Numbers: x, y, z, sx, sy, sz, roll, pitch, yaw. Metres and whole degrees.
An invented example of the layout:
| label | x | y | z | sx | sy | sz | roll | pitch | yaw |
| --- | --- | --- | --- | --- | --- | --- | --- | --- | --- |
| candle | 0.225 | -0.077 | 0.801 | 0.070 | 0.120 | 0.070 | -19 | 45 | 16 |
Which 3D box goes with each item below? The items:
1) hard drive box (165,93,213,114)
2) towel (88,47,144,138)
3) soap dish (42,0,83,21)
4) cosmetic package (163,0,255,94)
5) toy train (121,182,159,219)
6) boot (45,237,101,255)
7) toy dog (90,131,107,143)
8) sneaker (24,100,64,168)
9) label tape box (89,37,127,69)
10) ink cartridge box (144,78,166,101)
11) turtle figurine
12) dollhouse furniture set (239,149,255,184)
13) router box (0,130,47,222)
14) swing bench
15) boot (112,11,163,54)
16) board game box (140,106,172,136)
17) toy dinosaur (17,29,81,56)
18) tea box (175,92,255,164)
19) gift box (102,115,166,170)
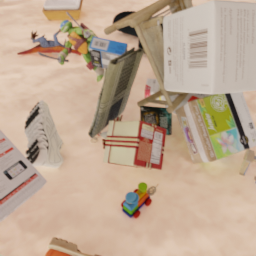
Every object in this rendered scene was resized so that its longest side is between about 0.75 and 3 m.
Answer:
| label | x | y | z | sx | sy | sz | roll | pitch | yaw |
| --- | --- | --- | --- | --- | --- | --- | --- | --- | --- |
| hard drive box | 2.575 | -1.221 | 10.326 | 1.631 | 0.804 | 2.093 | 25 | 51 | 23 |
| towel | -0.376 | -1.124 | 8.256 | 0.419 | 2.427 | 2.337 | 27 | 32 | 11 |
| soap dish | -3.542 | -6.607 | 15.428 | 2.059 | 0.836 | 1.620 | -1 | 46 | -2 |
| cosmetic package | 2.338 | -1.890 | 6.954 | 2.310 | 1.933 | 1.921 | -7 | 12 | -24 |
| toy train | 0.402 | 1.722 | 7.549 | 0.574 | 0.785 | 1.357 | 34 | 55 | 27 |
| boot | -0.886 | 3.367 | 6.015 | 2.372 | 0.890 | 1.272 | 9 | 50 | 20 |
| toy dog | -0.816 | 0.160 | 9.260 | 0.947 | 0.456 | 0.625 | 2 | 46 | 2 |
| sneaker | -2.636 | 0.206 | 8.883 | 1.051 | 0.974 | 2.593 | 25 | 36 | -39 |
| label tape box | -0.592 | -2.159 | 8.857 | 1.070 | 1.484 | 0.470 | 13 | 72 | 3 |
| ink cartridge box | 1.184 | -1.471 | 10.760 | 1.031 | 0.430 | 0.748 | 7 | 53 | 10 |
| turtle figurine | -1.670 | -2.595 | 9.822 | 1.751 | 2.359 | 2.433 | -46 | 19 | 12 |
| dollhouse furniture set | 3.965 | 1.076 | 8.232 | 1.058 | 0.691 | 0.999 | 20 | 50 | 18 |
| router box | -3.308 | 1.271 | 6.568 | 1.848 | 0.503 | 2.059 | 48 | 45 | 2 |
| swing bench | 1.271 | -2.430 | 8.644 | 2.831 | 2.816 | 1.837 | -36 | 26 | -20 |
| boot | 0.587 | -4.467 | 13.194 | 2.866 | 1.094 | 2.408 | 7 | 43 | -2 |
| board game box | 0.854 | -0.246 | 8.793 | 0.172 | 0.826 | 1.221 | -11 | 15 | -41 |
| toy dinosaur | -3.321 | -3.590 | 12.822 | 2.275 | 1.316 | 2.507 | 37 | 91 | 19 |
| tea box | 2.638 | -0.044 | 8.409 | 1.770 | 1.202 | 1.799 | -18 | 85 | -14 |
| gift box | 0.185 | 0.407 | 7.943 | 1.391 | 1.375 | 1.490 | -2 | 72 | 45 |
